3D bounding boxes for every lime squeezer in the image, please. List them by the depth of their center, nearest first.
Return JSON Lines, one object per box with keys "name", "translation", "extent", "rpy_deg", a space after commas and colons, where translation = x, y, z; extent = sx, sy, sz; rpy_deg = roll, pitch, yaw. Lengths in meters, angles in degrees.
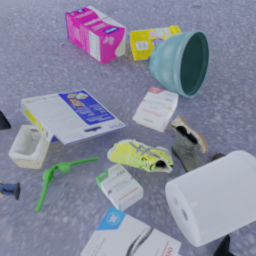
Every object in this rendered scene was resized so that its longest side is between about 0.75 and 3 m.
{"name": "lime squeezer", "translation": [-2.119, 1.464, 8.884], "extent": [2.470, 0.466, 0.872], "rpy_deg": [-40, 51, -24]}

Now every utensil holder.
{"name": "utensil holder", "translation": [2.431, 1.912, 7.635], "extent": [2.269, 1.928, 1.928], "rpy_deg": [-21, 53, -14]}

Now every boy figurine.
{"name": "boy figurine", "translation": [-3.884, 1.747, 8.072], "extent": [1.447, 0.900, 0.466], "rpy_deg": [7, 48, -11]}

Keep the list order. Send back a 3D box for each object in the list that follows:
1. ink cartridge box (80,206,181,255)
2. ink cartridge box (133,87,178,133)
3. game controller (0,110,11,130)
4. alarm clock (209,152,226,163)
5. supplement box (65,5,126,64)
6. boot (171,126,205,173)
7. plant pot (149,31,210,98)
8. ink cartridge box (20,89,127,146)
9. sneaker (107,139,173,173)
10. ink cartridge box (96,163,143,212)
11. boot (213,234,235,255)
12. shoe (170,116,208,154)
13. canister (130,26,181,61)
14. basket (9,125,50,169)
{"name": "ink cartridge box", "translation": [0.316, 3.322, 7.092], "extent": [2.600, 0.882, 1.508], "rpy_deg": [22, 53, 18]}
{"name": "ink cartridge box", "translation": [1.022, -0.601, 10.561], "extent": [1.145, 0.663, 1.965], "rpy_deg": [20, 51, 16]}
{"name": "game controller", "translation": [-4.545, -0.405, 9.552], "extent": [0.446, 1.106, 2.120], "rpy_deg": [-47, 25, -24]}
{"name": "alarm clock", "translation": [3.111, 1.184, 9.296], "extent": [0.585, 0.289, 0.867], "rpy_deg": [-17, 53, -15]}
{"name": "supplement box", "translation": [-1.560, -4.478, 13.324], "extent": [1.442, 1.472, 2.849], "rpy_deg": [-33, 59, -29]}
{"name": "boot", "translation": [2.046, 0.825, 9.010], "extent": [0.610, 1.176, 1.800], "rpy_deg": [-27, 55, -22]}
{"name": "plant pot", "translation": [1.946, -2.611, 11.281], "extent": [1.699, 2.535, 2.535], "rpy_deg": [16, 50, 35]}
{"name": "ink cartridge box", "translation": [-1.885, -0.322, 9.824], "extent": [2.680, 0.637, 2.712], "rpy_deg": [-16, 49, -43]}
{"name": "sneaker", "translation": [0.447, 0.920, 8.742], "extent": [2.179, 0.821, 0.832], "rpy_deg": [6, 25, -16]}
{"name": "ink cartridge box", "translation": [-0.265, 1.812, 8.568], "extent": [0.912, 0.525, 1.249], "rpy_deg": [-29, 52, -23]}
{"name": "boot", "translation": [2.717, 3.358, 7.439], "extent": [0.687, 0.310, 0.838], "rpy_deg": [31, 63, 26]}
{"name": "shoe", "translation": [2.109, 0.294, 9.860], "extent": [0.491, 0.643, 1.840], "rpy_deg": [-22, 45, -13]}
{"name": "canister", "translation": [1.323, -4.002, 13.246], "extent": [2.295, 0.993, 1.705], "rpy_deg": [-7, 50, -4]}
{"name": "basket", "translation": [-3.246, 0.655, 9.399], "extent": [0.893, 0.813, 1.318], "rpy_deg": [5, 49, 5]}
